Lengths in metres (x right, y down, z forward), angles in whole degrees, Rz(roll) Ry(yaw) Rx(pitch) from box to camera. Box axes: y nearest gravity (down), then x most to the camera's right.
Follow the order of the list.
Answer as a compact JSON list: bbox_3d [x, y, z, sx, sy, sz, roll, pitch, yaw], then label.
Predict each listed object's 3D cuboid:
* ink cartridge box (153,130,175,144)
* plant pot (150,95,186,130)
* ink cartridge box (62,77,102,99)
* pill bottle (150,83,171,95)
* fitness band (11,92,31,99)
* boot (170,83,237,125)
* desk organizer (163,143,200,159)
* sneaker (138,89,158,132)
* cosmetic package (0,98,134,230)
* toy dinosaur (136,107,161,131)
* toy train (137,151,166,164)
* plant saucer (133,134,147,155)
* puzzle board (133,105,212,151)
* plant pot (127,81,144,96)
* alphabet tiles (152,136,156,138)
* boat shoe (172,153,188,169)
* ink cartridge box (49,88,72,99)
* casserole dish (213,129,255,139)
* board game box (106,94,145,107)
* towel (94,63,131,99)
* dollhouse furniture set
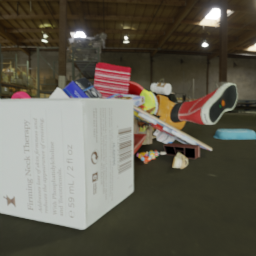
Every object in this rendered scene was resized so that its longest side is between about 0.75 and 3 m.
[{"bbox_3d":[1.391,0.340,10.797,0.750,0.435,0.250,21,41,-19],"label":"ink cartridge box"},{"bbox_3d":[2.429,-0.753,16.998,1.910,2.086,2.086,15,3,-10],"label":"plant pot"},{"bbox_3d":[-1.836,-1.455,11.643,0.466,1.183,2.378,-41,8,16],"label":"ink cartridge box"},{"bbox_3d":[1.391,-1.691,12.012,0.818,0.468,0.468,15,13,40],"label":"pill bottle"},{"bbox_3d":[-4.415,-0.645,11.709,0.381,1.463,2.036,-25,-8,-41],"label":"fitness band"},{"bbox_3d":[2.513,-0.841,9.489,1.742,0.874,2.415,1,26,47],"label":"boot"},{"bbox_3d":[1.622,0.704,8.563,1.044,0.374,0.402,3,8,30],"label":"desk organizer"},{"bbox_3d":[0.576,-0.579,12.836,1.136,2.516,0.983,-22,44,-40],"label":"sneaker"},{"bbox_3d":[-1.136,0.373,4.573,2.042,1.708,1.698,1,6,23],"label":"cosmetic package"},{"bbox_3d":[0.778,-0.335,10.834,0.868,0.653,1.279,22,-19,-6],"label":"toy dinosaur"},{"bbox_3d":[0.618,0.842,7.861,0.869,0.242,0.653,-8,10,-37],"label":"toy train"},{"bbox_3d":[-1.087,0.633,7.542,2.796,0.514,2.801,1,11,14],"label":"plant saucer"},{"bbox_3d":[1.182,-0.007,9.517,2.902,0.252,2.187,28,0,-7],"label":"puzzle board"},{"bbox_3d":[-0.093,-1.078,16.695,2.878,2.878,2.546,0,-5,3],"label":"plant pot"},{"bbox_3d":[0.952,0.411,12.829,1.293,0.058,1.546,-2,1,-34],"label":"alphabet tiles"},{"bbox_3d":[1.343,0.868,7.093,0.339,0.361,0.979,15,9,15],"label":"boat shoe"},{"bbox_3d":[-2.358,-0.636,12.406,1.548,0.901,2.125,30,-10,37],"label":"ink cartridge box"},{"bbox_3d":[5.048,0.289,13.215,2.008,0.389,1.216,-1,5,2],"label":"casserole dish"},{"bbox_3d":[-0.297,-1.064,11.757,1.463,0.302,1.466,10,26,32],"label":"board game box"},{"bbox_3d":[-0.794,-1.771,12.843,1.616,2.234,0.251,9,11,5],"label":"towel"},{"bbox_3d":[-0.276,-0.211,10.689,2.461,1.409,2.885,5,-1,10],"label":"dollhouse furniture set"}]
